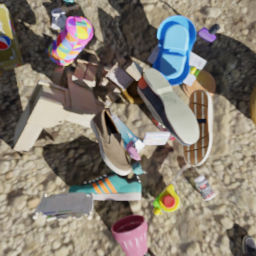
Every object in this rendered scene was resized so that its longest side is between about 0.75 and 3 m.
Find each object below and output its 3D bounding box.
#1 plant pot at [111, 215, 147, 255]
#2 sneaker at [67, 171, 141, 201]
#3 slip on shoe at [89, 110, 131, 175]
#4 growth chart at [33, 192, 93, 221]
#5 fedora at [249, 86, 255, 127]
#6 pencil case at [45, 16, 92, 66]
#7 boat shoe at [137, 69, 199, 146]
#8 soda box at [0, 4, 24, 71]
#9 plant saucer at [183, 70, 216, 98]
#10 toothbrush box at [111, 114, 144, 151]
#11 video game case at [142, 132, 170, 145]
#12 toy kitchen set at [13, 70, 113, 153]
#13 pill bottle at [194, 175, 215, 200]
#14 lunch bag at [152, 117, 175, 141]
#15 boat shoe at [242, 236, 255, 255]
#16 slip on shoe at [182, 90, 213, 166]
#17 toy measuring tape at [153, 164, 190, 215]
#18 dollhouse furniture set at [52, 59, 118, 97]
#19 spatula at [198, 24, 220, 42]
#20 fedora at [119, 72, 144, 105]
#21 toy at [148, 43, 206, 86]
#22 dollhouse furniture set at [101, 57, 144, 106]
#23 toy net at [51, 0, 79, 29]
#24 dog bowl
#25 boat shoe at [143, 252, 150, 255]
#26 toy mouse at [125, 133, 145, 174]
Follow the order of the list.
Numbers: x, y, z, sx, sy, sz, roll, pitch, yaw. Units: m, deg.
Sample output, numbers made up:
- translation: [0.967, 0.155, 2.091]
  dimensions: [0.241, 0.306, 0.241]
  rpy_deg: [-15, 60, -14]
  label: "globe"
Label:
- translation: [0.150, 3.937, 10.039]
  dimensions: [1.272, 1.272, 1.139]
  rpy_deg: [-17, 97, -2]
  label: "plant pot"
- translation: [-0.871, 2.148, 10.445]
  dimensions: [2.703, 0.965, 1.080]
  rpy_deg: [1, 74, -3]
  label: "sneaker"
- translation: [-0.451, 0.392, 8.280]
  dimensions: [0.624, 0.784, 2.061]
  rpy_deg: [-44, 61, 34]
  label: "slip on shoe"
- translation: [-2.104, 2.584, 9.265]
  dimensions: [2.045, 1.480, 0.181]
  rpy_deg: [-3, 113, 7]
  label: "growth chart"
- translation: [5.671, -0.604, 10.585]
  dimensions: [2.910, 1.187, 2.910]
  rpy_deg: [1, 83, -10]
  label: "fedora"
- translation: [-2.023, -2.910, 9.476]
  dimensions: [0.989, 2.238, 0.989]
  rpy_deg: [7, 78, -32]
  label: "pencil case"
- translation: [1.221, -0.595, 9.192]
  dimensions: [1.062, 0.933, 2.984]
  rpy_deg: [-14, 62, -35]
  label: "boat shoe"
- translation: [-5.009, -3.644, 11.336]
  dimensions: [0.822, 0.777, 2.426]
  rpy_deg: [-16, 81, -3]
  label: "soda box"
- translation: [2.890, -1.725, 11.338]
  dimensions: [1.332, 0.215, 1.332]
  rpy_deg: [0, 82, 0]
  label: "plant saucer"
- translation: [-0.134, 0.246, 9.417]
  dimensions: [0.545, 0.936, 1.278]
  rpy_deg: [-43, 70, 1]
  label: "toothbrush box"
- translation: [0.942, 0.375, 9.662]
  dimensions: [0.808, 1.129, 0.102]
  rpy_deg: [0, 70, -4]
  label: "video game case"
- translation: [-2.502, -0.513, 10.814]
  dimensions: [2.860, 2.580, 2.333]
  rpy_deg: [18, 36, -31]
  label: "toy kitchen set"
- translation: [2.871, 2.262, 10.595]
  dimensions: [0.485, 0.485, 0.838]
  rpy_deg: [-30, 83, -4]
  label: "pill bottle"
- translation: [1.571, -0.123, 10.407]
  dimensions: [0.649, 1.584, 1.395]
  rpy_deg: [-40, 83, -8]
  label: "lunch bag"
- translation: [4.555, 4.724, 10.228]
  dimensions: [0.525, 0.473, 1.459]
  rpy_deg: [-2, 81, 0]
  label: "boat shoe"
- translation: [2.406, 0.001, 9.520]
  dimensions: [0.968, 0.771, 2.547]
  rpy_deg: [2, 91, 28]
  label: "slip on shoe"
- translation: [1.781, 2.395, 10.430]
  dimensions: [0.827, 0.827, 2.248]
  rpy_deg: [40, 85, 6]
  label: "toy measuring tape"
- translation: [-1.634, -1.818, 11.014]
  dimensions: [2.397, 1.061, 1.242]
  rpy_deg: [12, 44, -9]
  label: "dollhouse furniture set"
- translation: [3.077, -3.561, 10.447]
  dimensions: [0.684, 2.421, 0.249]
  rpy_deg: [39, 102, -3]
  label: "spatula"
- translation: [0.332, -1.539, 11.100]
  dimensions: [1.433, 0.584, 1.433]
  rpy_deg: [1, 78, -3]
  label: "fedora"
- translation: [1.951, -2.655, 11.302]
  dimensions: [2.018, 0.476, 1.162]
  rpy_deg: [33, 92, 10]
  label: "toy"
- translation: [-0.376, -1.622, 9.761]
  dimensions: [0.878, 0.750, 1.694]
  rpy_deg: [41, 120, -11]
  label: "dollhouse furniture set"
- translation: [-2.650, -5.367, 11.748]
  dimensions: [1.314, 0.484, 2.506]
  rpy_deg: [30, 83, 4]
  label: "toy net"
- translation: [1.734, -2.864, 10.558]
  dimensions: [1.389, 0.618, 2.492]
  rpy_deg: [10, 108, 9]
  label: "dog bowl"
- translation: [0.883, 4.989, 10.217]
  dimensions: [1.306, 0.416, 0.462]
  rpy_deg: [36, 83, 5]
  label: "boat shoe"
- translation: [0.164, 0.881, 8.023]
  dimensions: [0.281, 1.452, 1.291]
  rpy_deg: [-17, 43, -6]
  label: "toy mouse"
